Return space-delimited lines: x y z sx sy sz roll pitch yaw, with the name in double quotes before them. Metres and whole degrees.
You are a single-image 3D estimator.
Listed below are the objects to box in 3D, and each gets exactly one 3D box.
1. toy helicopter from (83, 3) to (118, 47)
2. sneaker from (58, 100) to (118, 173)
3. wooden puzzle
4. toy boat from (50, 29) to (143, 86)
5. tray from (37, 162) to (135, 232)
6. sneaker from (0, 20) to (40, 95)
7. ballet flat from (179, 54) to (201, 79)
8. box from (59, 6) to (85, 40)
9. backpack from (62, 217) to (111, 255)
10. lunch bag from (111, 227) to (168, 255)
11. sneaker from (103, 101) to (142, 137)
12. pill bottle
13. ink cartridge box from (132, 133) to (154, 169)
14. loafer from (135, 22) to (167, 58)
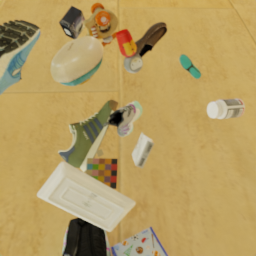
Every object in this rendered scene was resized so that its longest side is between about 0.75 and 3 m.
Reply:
"toy helicopter" -1.230 -3.409 10.448 2.144 1.418 0.846 -41 49 17
"sneaker" -1.301 0.033 8.968 1.166 0.871 2.597 26 71 -6
"wooden puzzle" -0.756 1.312 7.947 0.900 0.107 1.518 1 62 2
"toy boat" -1.037 -2.118 8.992 2.905 1.350 2.442 -10 36 19
"tray" -0.951 1.728 6.564 2.115 1.136 0.235 33 16 -19
"sneaker" -3.652 -2.039 8.471 1.114 1.279 2.843 30 73 11
"ballet flat" 1.752 -1.760 8.054 0.301 0.893 0.314 -42 17 15
"box" -2.289 -4.386 11.749 0.579 0.940 0.932 30 80 13
"backpack" -1.248 3.558 8.051 1.612 1.223 1.932 2 48 -14
"lunch bag" 0.475 3.947 7.873 1.410 1.027 1.659 -24 46 -16
"sneaker" -0.314 -0.148 8.489 1.093 1.563 0.607 -21 62 -35
"pill bottle" 2.444 -0.474 7.038 0.853 0.486 0.486 -5 50 -24
"ink cartridge box" 0.432 0.668 8.591 0.267 0.863 1.065 23 10 -9
"loafer" 0.868 -3.311 10.947 1.888 0.689 0.670 -43 57 4
